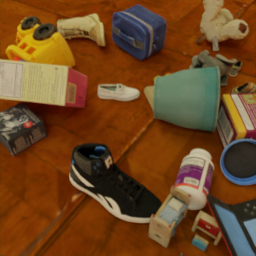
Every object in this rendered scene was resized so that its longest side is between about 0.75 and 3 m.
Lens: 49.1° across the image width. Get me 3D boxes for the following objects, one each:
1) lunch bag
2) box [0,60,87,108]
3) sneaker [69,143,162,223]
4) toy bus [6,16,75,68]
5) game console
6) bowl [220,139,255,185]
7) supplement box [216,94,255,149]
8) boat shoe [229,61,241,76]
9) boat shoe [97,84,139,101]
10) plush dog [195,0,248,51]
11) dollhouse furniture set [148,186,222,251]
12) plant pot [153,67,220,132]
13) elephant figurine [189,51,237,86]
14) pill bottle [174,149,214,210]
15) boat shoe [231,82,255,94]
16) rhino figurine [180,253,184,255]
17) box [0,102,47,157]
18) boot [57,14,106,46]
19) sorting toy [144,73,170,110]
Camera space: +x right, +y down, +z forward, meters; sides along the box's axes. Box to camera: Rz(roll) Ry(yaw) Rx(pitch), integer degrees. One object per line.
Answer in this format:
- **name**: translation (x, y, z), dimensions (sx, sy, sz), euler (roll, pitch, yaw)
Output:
- **lunch bag**: translation (0.429, -4.105, 12.272), dimensions (1.602, 1.645, 2.421), euler (-32, 56, -27)
- **box**: translation (-2.822, -1.376, 9.180), dimensions (2.430, 1.175, 2.137), euler (7, 4, 6)
- **sneaker**: translation (-0.339, 1.303, 6.996), dimensions (2.714, 1.518, 0.991), euler (23, 46, 14)
- **toy bus**: translation (-3.900, -2.889, 11.242), dimensions (2.661, 1.806, 2.555), euler (34, 71, 31)
- **game console**: translation (3.004, 2.421, 6.048), dimensions (1.975, 1.360, 2.291), euler (-16, 49, 0)
- **bowl**: translation (3.209, 0.926, 7.737), dimensions (1.312, 1.312, 0.258), euler (7, 13, 7)
- **supplement box**: translation (4.175, -0.083, 8.588), dimensions (2.535, 1.308, 1.659), euler (-2, 46, -1)
- **boat shoe**: translation (4.457, -2.474, 11.639), dimensions (0.329, 0.278, 0.923), euler (24, 51, 22)
- **boat shoe**: translation (-0.356, -1.347, 10.370), dimensions (1.568, 0.524, 0.577), euler (-3, 46, -3)
- **plush dog**: translation (4.309, -4.876, 13.260), dimensions (2.529, 2.029, 2.173), euler (49, 43, 4)
- **dollhouse furniture set**: translation (1.377, 2.287, 6.481), dimensions (1.461, 1.024, 1.030), euler (26, 51, 24)
- **plant pot**: translation (1.812, -0.937, 9.017), dimensions (1.932, 2.056, 2.056), euler (3, 46, 12)
- **elephant figurine**: translation (3.528, -2.342, 10.930), dimensions (1.977, 1.399, 1.534), euler (-5, 73, -27)
- **pill bottle**: translation (1.783, 1.333, 7.518), dimensions (0.880, 0.880, 1.566), euler (16, 48, 15)
- **boat shoe**: translation (3.601, -1.175, 9.148), dimensions (0.401, 1.086, 0.411), euler (31, 48, -24)
- **rhino figurine**: translation (0.762, 3.526, 5.439), dimensions (1.223, 0.836, 2.798), euler (33, 53, 28)
- **box**: translation (-3.518, 0.009, 8.924), dimensions (1.358, 0.707, 1.237), euler (35, 56, 30)
- **boot**: translation (-2.214, -4.486, 13.101), dimensions (2.096, 0.981, 2.696), euler (-12, 46, -11)
- **sorting toy**: translation (1.462, -1.400, 10.584), dimensions (1.619, 0.291, 2.173), euler (-11, 47, -10)
